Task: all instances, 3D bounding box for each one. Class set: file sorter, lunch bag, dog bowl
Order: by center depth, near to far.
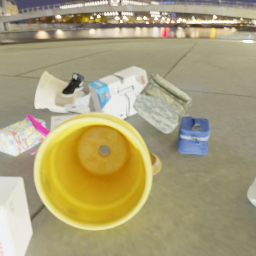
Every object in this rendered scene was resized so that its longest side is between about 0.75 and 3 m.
[{"bbox_3d":[-3.034,0.404,9.324,0.844,1.346,0.935,-43,47,-4],"label":"file sorter"},{"bbox_3d":[2.463,0.210,10.529,1.122,1.093,1.652,4,23,10],"label":"lunch bag"},{"bbox_3d":[1.485,-1.154,11.885,2.148,1.496,1.801,35,50,5],"label":"lunch bag"},{"bbox_3d":[-3.260,-1.551,14.993,2.522,0.739,2.522,0,23,0],"label":"dog bowl"}]

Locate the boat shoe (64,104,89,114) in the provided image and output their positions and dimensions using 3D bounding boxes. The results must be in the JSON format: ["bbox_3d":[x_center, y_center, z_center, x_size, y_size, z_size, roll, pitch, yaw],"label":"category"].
[{"bbox_3d":[-2.251,-0.791,12.482,1.182,0.401,0.424,3,66,12],"label":"boat shoe"}]

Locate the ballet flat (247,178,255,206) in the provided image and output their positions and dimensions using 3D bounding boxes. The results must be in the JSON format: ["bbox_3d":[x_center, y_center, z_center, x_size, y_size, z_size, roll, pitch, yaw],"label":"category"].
[{"bbox_3d":[3.833,2.032,6.618,0.974,0.974,2.806,-5,24,-11],"label":"ballet flat"}]

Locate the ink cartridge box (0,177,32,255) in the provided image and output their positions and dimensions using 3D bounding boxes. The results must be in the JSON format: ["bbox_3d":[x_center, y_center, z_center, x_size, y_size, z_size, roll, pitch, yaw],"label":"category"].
[{"bbox_3d":[-3.375,1.933,5.799,2.350,1.734,1.006,1,27,-1],"label":"ink cartridge box"}]

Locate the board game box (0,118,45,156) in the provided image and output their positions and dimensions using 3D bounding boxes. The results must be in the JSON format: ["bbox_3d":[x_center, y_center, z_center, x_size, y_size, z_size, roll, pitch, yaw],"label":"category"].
[{"bbox_3d":[-3.999,0.294,10.666,0.822,0.837,1.597,12,27,26],"label":"board game box"}]

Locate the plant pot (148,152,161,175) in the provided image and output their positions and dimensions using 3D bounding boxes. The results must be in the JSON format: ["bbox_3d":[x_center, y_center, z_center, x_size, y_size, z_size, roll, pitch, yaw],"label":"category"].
[{"bbox_3d":[0.265,1.137,9.506,1.727,0.237,1.727,0,24,0],"label":"plant pot"}]

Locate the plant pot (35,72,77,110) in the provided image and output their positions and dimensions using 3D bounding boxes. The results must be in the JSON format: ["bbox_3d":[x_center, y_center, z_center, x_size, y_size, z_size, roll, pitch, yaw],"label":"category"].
[{"bbox_3d":[-3.283,-1.538,13.131,1.624,1.774,1.774,16,23,-6],"label":"plant pot"}]

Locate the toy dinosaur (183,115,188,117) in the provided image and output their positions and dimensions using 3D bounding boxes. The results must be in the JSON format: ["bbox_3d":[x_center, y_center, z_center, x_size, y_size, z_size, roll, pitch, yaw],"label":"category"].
[{"bbox_3d":[2.114,-0.446,13.076,1.266,0.382,0.672,-22,44,-22],"label":"toy dinosaur"}]

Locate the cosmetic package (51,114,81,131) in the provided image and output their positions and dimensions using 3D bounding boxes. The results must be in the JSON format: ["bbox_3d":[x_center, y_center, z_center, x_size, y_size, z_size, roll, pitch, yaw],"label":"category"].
[{"bbox_3d":[-2.198,-0.080,11.918,2.082,0.538,1.570,-6,22,-13],"label":"cosmetic package"}]

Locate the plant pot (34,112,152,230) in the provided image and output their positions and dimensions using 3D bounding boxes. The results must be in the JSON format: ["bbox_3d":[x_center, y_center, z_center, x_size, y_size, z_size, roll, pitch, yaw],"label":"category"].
[{"bbox_3d":[-0.770,0.848,7.455,2.695,2.695,2.535,1,10,1],"label":"plant pot"}]

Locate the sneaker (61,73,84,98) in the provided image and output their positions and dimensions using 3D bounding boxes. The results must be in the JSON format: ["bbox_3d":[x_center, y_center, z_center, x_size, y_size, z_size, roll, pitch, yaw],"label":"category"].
[{"bbox_3d":[-2.451,-1.954,12.263,0.546,0.836,1.495,20,33,10],"label":"sneaker"}]

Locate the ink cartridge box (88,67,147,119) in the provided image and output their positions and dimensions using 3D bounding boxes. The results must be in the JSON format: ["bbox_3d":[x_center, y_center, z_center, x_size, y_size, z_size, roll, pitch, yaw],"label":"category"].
[{"bbox_3d":[-0.319,-1.499,12.881,2.533,1.849,1.068,-26,31,-20],"label":"ink cartridge box"}]
